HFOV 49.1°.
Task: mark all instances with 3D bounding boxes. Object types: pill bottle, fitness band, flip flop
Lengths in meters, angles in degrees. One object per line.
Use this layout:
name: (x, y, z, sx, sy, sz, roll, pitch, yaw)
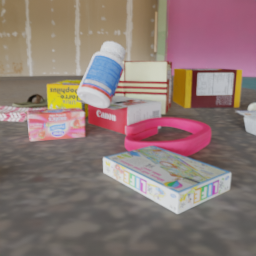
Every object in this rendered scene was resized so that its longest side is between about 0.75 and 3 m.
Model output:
pill bottle: (-0.699, -1.567, 8.140, 1.007, 1.794, 1.007, 19, -18, 6)
fitness band: (1.144, 0.227, 7.959, 2.061, 0.537, 2.869, 12, 19, 34)
flip flop: (-4.805, -1.379, 14.254, 0.932, 0.662, 2.299, 10, 16, 35)

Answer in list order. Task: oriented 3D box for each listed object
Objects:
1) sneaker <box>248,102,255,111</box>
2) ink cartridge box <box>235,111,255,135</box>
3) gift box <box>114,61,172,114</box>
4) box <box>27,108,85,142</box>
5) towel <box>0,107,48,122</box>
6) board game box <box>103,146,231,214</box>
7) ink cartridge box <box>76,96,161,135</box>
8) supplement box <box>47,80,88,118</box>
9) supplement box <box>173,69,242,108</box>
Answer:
sneaker: (5.589, -0.848, 12.014, 1.656, 0.636, 0.921, -1, 19, -21)
ink cartridge box: (5.372, -0.052, 8.800, 2.904, 0.591, 2.910, -2, 13, -7)
gift box: (0.625, -2.155, 13.094, 2.655, 2.843, 2.623, 2, 8, 14)
box: (-2.203, -0.119, 8.601, 1.642, 0.842, 0.777, -4, 14, -20)
towel: (-4.956, -0.669, 11.893, 2.560, 0.383, 1.873, 3, 13, 13)
board game box: (0.664, 0.867, 5.447, 1.410, 0.359, 2.097, -9, 16, -36)
ink cartridge box: (-0.381, -0.481, 9.772, 2.043, 0.976, 2.327, -11, 17, -38)
supplement box: (-2.334, -1.297, 12.207, 1.427, 1.436, 2.623, 2, 14, 7)
supplement box: (4.105, -2.208, 15.053, 2.842, 1.887, 2.803, -1, 13, -3)
